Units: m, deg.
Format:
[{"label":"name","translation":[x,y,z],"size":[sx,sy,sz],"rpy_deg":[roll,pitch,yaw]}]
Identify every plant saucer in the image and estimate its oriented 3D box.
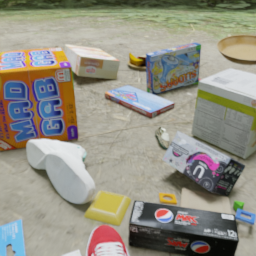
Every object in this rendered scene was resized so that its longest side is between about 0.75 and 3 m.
[{"label":"plant saucer","translation":[-0.460,1.774,6.445],"size":[0.869,0.211,0.869],"rpy_deg":[8,30,16]},{"label":"plant saucer","translation":[5.545,-3.604,13.131],"size":[2.765,0.490,2.765],"rpy_deg":[-3,40,3]}]

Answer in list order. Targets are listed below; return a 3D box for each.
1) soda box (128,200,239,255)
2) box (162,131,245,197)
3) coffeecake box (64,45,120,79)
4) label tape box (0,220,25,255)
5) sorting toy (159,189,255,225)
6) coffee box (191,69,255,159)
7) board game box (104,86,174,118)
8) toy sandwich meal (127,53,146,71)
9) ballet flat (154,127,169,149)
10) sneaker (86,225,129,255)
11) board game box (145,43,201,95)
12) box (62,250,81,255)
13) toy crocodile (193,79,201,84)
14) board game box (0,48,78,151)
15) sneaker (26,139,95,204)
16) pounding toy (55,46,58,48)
[{"label":"soda box","translation":[1.036,2.008,5.485],"size":[2.015,0.713,0.638],"rpy_deg":[6,32,10]},{"label":"box","translation":[1.836,0.881,6.963],"size":[1.049,0.911,1.588],"rpy_deg":[23,5,-46]},{"label":"coffeecake box","translation":[-2.009,-3.503,14.775],"size":[2.125,1.012,2.769],"rpy_deg":[0,26,-30]},{"label":"label tape box","translation":[-3.109,2.301,4.900],"size":[2.376,0.786,1.702],"rpy_deg":[-12,31,-18]},{"label":"sorting toy","translation":[1.700,1.785,6.244],"size":[2.082,0.284,1.172],"rpy_deg":[10,16,11]},{"label":"coffee box","translation":[3.450,-0.542,8.829],"size":[1.963,1.944,1.966],"rpy_deg":[-24,37,-37]},{"label":"board game box","translation":[0.416,-1.163,11.718],"size":[1.420,0.268,2.758],"rpy_deg":[-22,36,-37]},{"label":"toy sandwich meal","translation":[1.100,-3.976,16.227],"size":[2.461,0.843,2.461],"rpy_deg":[0,29,0]},{"label":"ballet flat","translation":[1.113,0.256,8.980],"size":[0.347,0.386,1.024],"rpy_deg":[17,23,-20]},{"label":"sneaker","translation":[-0.315,2.204,4.486],"size":[0.843,1.331,2.367],"rpy_deg":[-4,29,-8]},{"label":"board game box","translation":[2.060,-2.676,12.659],"size":[2.696,1.825,0.465],"rpy_deg":[-20,35,-22]},{"label":"box","translation":[-1.193,2.588,5.038],"size":[0.805,0.146,0.581],"rpy_deg":[-10,30,-21]},{"label":"toy crocodile","translation":[3.456,-2.234,13.595],"size":[0.370,0.338,1.095],"rpy_deg":[-14,32,-24]},{"label":"board game box","translation":[-3.142,-1.078,9.266],"size":[2.460,2.461,2.459],"rpy_deg":[-9,30,-16]},{"label":"sneaker","translation":[-1.519,0.894,7.332],"size":[1.264,1.074,2.856],"rpy_deg":[-10,27,-41]},{"label":"pounding toy","translation":[-3.839,-2.841,13.710],"size":[1.078,1.794,2.324],"rpy_deg":[-20,23,18]}]
